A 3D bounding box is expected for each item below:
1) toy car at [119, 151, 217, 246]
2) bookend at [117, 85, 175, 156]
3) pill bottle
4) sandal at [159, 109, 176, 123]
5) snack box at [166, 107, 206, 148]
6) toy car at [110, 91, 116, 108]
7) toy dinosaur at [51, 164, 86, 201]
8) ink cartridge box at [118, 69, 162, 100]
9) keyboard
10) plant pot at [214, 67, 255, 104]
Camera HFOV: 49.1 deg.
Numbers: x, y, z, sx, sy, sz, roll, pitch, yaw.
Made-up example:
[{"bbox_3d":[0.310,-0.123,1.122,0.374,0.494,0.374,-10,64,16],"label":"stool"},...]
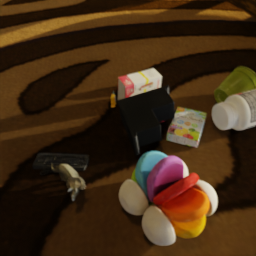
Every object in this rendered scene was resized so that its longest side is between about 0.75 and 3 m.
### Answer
[{"bbox_3d":[1.147,1.737,8.027,2.356,2.019,2.692,-27,49,-25],"label":"toy car"},{"bbox_3d":[0.950,-0.365,10.765,2.207,1.017,2.193,-18,46,-6],"label":"bookend"},{"bbox_3d":[4.694,-0.712,11.084,2.564,1.419,1.419,-15,45,-16],"label":"pill bottle"},{"bbox_3d":[1.302,-0.430,11.661,1.467,0.331,0.551,-28,42,-7],"label":"sandal"},{"bbox_3d":[2.326,-0.065,11.104,1.211,0.451,1.702,15,45,16],"label":"snack box"},{"bbox_3d":[0.031,-1.739,12.710,1.071,0.727,2.184,14,44,15],"label":"toy car"},{"bbox_3d":[-1.865,1.563,8.980,0.739,0.982,1.919,-24,49,-23],"label":"toy dinosaur"},{"bbox_3d":[0.501,-1.706,12.236,1.791,1.300,0.747,-19,48,-20],"label":"ink cartridge box"},{"bbox_3d":[-2.381,1.190,9.837,1.889,0.374,0.983,1,43,2],"label":"keyboard"},{"bbox_3d":[4.619,-1.621,12.188,1.493,1.551,1.551,-33,51,-15],"label":"plant pot"}]
